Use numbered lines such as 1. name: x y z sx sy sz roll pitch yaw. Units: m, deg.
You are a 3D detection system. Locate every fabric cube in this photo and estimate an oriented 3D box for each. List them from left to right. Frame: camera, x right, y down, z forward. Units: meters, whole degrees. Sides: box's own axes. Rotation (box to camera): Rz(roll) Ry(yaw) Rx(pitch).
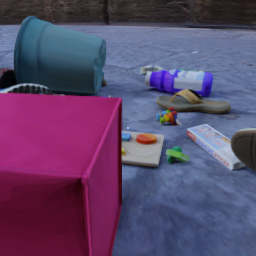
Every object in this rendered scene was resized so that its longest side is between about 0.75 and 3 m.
1. fabric cube: -1.279 0.824 3.809 2.177 2.142 2.184 3 24 6

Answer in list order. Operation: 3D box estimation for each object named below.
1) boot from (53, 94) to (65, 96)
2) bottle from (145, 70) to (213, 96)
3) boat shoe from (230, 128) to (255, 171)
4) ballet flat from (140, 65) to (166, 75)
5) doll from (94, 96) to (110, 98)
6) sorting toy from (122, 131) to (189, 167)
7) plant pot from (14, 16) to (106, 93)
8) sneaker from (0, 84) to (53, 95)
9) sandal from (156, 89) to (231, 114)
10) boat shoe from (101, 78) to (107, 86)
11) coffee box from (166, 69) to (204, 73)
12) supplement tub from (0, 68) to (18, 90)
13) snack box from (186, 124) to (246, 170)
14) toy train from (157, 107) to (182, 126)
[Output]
1. boot: -2.552 -1.002 9.895 0.743 0.357 1.016 -15 29 -32
2. bottle: 1.986 -1.825 11.061 2.565 0.837 1.071 9 29 18
3. boat shoe: 3.501 0.547 5.468 2.789 0.999 1.062 20 35 34
4. ballet flat: 1.290 -2.867 13.822 1.369 0.427 0.462 -5 25 -12
5. doll: -1.103 -1.044 10.083 0.915 0.222 0.624 -5 5 -5
6. sorting toy: 0.422 0.433 6.824 2.113 0.311 1.562 5 25 11
7. plant pot: -2.394 -2.596 10.777 2.800 2.859 2.859 9 25 2
8. sneaker: -3.769 -0.847 8.696 2.850 1.117 1.282 -11 24 -23
9. sandal: 2.191 -0.957 9.402 2.463 0.665 0.989 5 25 11
10. boat shoe: -1.418 -2.112 12.266 0.505 0.506 1.402 -40 49 -10
11. coffee box: 2.545 -2.399 12.850 1.742 0.383 1.071 9 26 19
12. supplement tub: -5.170 -1.795 10.688 2.059 1.101 1.101 11 27 27
13. snack box: 2.202 0.409 6.889 0.641 0.217 1.782 -14 30 -19
14. toy train: 1.186 -0.244 8.244 0.562 0.411 0.972 -12 25 0
